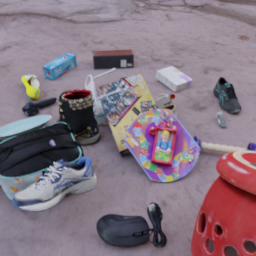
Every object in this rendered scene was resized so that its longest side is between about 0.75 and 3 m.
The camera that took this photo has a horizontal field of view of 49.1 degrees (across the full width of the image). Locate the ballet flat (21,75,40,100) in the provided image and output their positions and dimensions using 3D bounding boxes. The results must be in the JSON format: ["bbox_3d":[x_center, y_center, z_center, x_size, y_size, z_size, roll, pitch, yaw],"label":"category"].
[{"bbox_3d":[-4.574,-2.099,13.373,0.712,0.714,2.130,15,26,-37],"label":"ballet flat"}]

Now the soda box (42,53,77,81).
[{"bbox_3d":[-3.629,-3.310,15.024,0.643,0.679,2.003,19,42,23],"label":"soda box"}]

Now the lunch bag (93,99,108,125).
[{"bbox_3d":[-1.152,-0.701,11.820,1.111,0.534,1.386,6,39,8],"label":"lunch bag"}]

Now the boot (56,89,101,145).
[{"bbox_3d":[-2.427,-0.263,9.954,2.787,2.105,1.006,-9,41,-10],"label":"boot"}]

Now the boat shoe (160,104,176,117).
[{"bbox_3d":[0.898,-0.313,11.097,2.382,0.768,0.849,-25,44,-24],"label":"boat shoe"}]

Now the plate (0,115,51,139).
[{"bbox_3d":[-3.959,0.010,10.505,2.258,0.289,2.258,-13,17,4],"label":"plate"}]

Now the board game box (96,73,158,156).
[{"bbox_3d":[0.120,-0.568,10.508,1.912,0.488,2.823,-19,65,-5],"label":"board game box"}]

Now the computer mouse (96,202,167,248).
[{"bbox_3d":[-0.001,2.593,7.100,1.826,1.264,0.481,-8,11,14],"label":"computer mouse"}]

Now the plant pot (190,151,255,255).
[{"bbox_3d":[2.945,1.949,6.113,2.799,2.549,2.799,6,10,-1],"label":"plant pot"}]

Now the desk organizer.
[{"bbox_3d":[-0.831,-3.836,15.624,2.237,0.802,0.861,-3,36,-4],"label":"desk organizer"}]

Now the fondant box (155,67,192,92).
[{"bbox_3d":[2.275,-2.459,14.009,1.093,0.441,1.515,-22,50,-29],"label":"fondant box"}]

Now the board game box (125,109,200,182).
[{"bbox_3d":[1.103,0.507,9.115,1.963,0.484,2.485,-34,76,-7],"label":"board game box"}]

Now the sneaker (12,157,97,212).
[{"bbox_3d":[-1.781,1.256,6.875,2.194,0.934,0.845,-18,26,-41],"label":"sneaker"}]

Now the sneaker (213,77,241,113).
[{"bbox_3d":[4.423,-1.473,12.568,0.811,0.853,2.152,-6,40,-10],"label":"sneaker"}]

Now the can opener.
[{"bbox_3d":[-3.893,-0.993,12.344,1.599,0.629,0.507,-28,7,-35],"label":"can opener"}]

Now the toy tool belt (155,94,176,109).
[{"bbox_3d":[1.672,-1.237,12.262,1.007,0.629,0.619,-28,0,26],"label":"toy tool belt"}]

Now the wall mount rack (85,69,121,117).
[{"bbox_3d":[-1.073,-1.406,10.835,0.717,1.671,1.923,11,49,-32],"label":"wall mount rack"}]

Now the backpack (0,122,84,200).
[{"bbox_3d":[-2.686,1.097,8.437,2.414,1.851,2.122,-12,41,-23],"label":"backpack"}]

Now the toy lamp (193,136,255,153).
[{"bbox_3d":[3.540,0.752,9.837,2.509,0.730,0.730,10,39,11],"label":"toy lamp"}]

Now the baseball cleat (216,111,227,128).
[{"bbox_3d":[3.791,-0.380,11.474,0.301,0.459,0.863,-16,34,1],"label":"baseball cleat"}]

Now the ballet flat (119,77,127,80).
[{"bbox_3d":[0.014,-2.050,13.484,0.545,0.542,1.595,-22,42,-5],"label":"ballet flat"}]

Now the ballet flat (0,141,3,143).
[{"bbox_3d":[-4.520,0.715,10.256,1.366,0.388,0.454,13,27,6],"label":"ballet flat"}]
